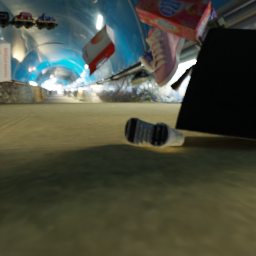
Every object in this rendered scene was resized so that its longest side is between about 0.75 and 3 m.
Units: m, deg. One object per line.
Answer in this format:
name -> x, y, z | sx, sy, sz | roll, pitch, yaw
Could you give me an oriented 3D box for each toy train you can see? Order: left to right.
toy train -> -3.270, -3.400, 8.844 | 2.204, 0.505, 0.376 | -12, 15, -38

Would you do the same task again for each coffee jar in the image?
coffee jar -> 3.054, -3.119, 9.155 | 0.433, 1.014, 0.529 | -44, 21, -18

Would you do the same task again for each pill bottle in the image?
pill bottle -> 1.361, -3.352, 12.773 | 1.592, 0.883, 0.883 | -40, 4, 6

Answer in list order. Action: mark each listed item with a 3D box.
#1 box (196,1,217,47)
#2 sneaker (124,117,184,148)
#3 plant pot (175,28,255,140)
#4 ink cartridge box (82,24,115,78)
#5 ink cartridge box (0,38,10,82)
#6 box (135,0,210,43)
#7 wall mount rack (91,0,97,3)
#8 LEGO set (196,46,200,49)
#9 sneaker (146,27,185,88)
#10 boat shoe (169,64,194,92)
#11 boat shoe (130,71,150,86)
box -> 3.089, -4.046, 11.172 | 0.334, 1.322, 1.849 | 23, 2, 31
sneaker -> 0.516, 0.145, 6.278 | 0.683, 0.633, 1.685 | 9, 3, -36
plant pot -> 2.662, -0.977, 6.724 | 2.593, 2.306, 2.599 | 8, 4, 14
ink cartridge box -> -1.291, -3.226, 11.670 | 0.501, 1.620, 1.997 | 36, 30, -31
ink cartridge box -> -4.480, -2.070, 8.343 | 1.199, 1.231, 1.915 | 29, 33, 28
box -> 1.061, -2.748, 6.612 | 1.567, 0.781, 0.748 | 28, 2, 15
wall mount rack -> -0.903, -3.929, 7.496 | 0.979, 0.420, 1.127 | -43, -27, 26
LEGO set -> 3.363, -2.408, 10.627 | 1.879, 0.461, 1.403 | 11, 27, -51
sneaker -> 1.144, -2.742, 10.128 | 1.416, 2.709, 1.020 | 32, -34, -20
boat shoe -> 1.754, -1.667, 9.042 | 0.314, 1.103, 0.369 | 37, -2, 15
boat shoe -> 0.342, -1.581, 8.814 | 0.408, 0.340, 1.093 | -25, 2, 34
